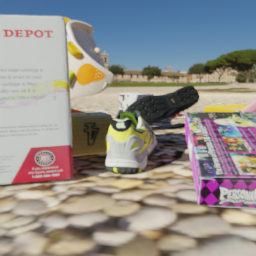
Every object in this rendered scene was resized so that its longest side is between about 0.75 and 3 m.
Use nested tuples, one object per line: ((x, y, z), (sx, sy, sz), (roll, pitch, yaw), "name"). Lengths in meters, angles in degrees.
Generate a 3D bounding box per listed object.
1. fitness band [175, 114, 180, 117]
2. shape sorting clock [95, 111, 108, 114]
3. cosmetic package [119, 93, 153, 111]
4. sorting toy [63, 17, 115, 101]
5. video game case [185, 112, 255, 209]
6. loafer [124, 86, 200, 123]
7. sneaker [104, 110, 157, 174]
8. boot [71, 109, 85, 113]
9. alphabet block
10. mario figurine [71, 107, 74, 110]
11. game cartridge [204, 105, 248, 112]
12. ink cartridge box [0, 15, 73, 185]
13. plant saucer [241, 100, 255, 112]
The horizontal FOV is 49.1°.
((1.983, -0.691, 13.833), (1.008, 0.263, 1.404), (-3, 8, -3), "fitness band")
((-0.965, -0.083, 7.932), (1.024, 1.024, 0.201), (6, -26, 34), "shape sorting clock")
((0.339, -1.170, 14.093), (0.684, 1.116, 2.703), (-7, 10, -24), "cosmetic package")
((-2.131, -1.964, 9.562), (1.571, 2.647, 2.940), (18, 37, -40), "sorting toy")
((2.245, 0.355, 4.533), (2.481, 0.490, 2.738), (2, 20, 6), "video game case")
((1.159, -0.677, 9.735), (2.854, 0.969, 1.002), (-19, -17, -19), "loafer")
((0.137, 0.083, 5.872), (0.977, 0.990, 2.592), (2, 13, 5), "sneaker")
((-2.185, -0.587, 8.030), (2.707, 1.452, 1.016), (5, 21, -37), "boot")
((-0.922, 0.105, 6.468), (0.903, 0.887, 0.882), (-3, 8, -21), "alphabet block")
((-3.563, -0.810, 13.122), (1.386, 1.614, 2.615), (-40, 8, 15), "mario figurine")
((5.836, -0.937, 14.935), (2.485, 0.457, 2.819), (-5, 8, -31), "game cartridge")
((-1.944, -0.499, 4.911), (1.841, 2.534, 1.833), (-2, 9, -11), "ink cartridge box")
((4.290, -0.849, 7.885), (2.401, 0.609, 2.401), (-32, -15, -9), "plant saucer")
